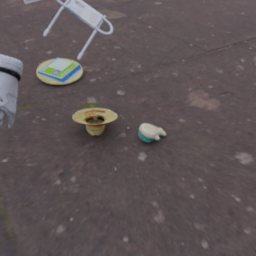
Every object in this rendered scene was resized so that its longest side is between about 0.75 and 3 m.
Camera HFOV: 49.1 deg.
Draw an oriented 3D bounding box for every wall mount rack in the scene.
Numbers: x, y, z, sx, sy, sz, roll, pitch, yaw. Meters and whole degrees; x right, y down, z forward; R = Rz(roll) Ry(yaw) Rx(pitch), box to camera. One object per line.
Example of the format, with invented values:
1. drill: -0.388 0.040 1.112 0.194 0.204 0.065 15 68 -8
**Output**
1. wall mount rack: -2.100 -4.275 11.568 2.733 1.019 2.375 32 54 -15

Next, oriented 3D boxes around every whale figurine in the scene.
1. whale figurine: 0.830 0.219 9.985 1.058 0.549 0.842 1 38 -38

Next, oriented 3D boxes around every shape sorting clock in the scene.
1. shape sorting clock: -3.306 -2.731 13.594 2.182 0.428 2.182 1 42 -1

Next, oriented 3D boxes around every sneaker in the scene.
1. sneaker: -3.267 -0.875 6.874 1.024 1.567 2.726 12 -1 -27

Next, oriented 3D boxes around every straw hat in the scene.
1. straw hat: -1.187 -0.116 10.130 1.709 0.723 1.709 1 22 -1

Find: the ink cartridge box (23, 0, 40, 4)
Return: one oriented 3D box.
1. ink cartridge box: -3.395 -4.856 9.672 0.705 0.962 0.399 -3 34 24
